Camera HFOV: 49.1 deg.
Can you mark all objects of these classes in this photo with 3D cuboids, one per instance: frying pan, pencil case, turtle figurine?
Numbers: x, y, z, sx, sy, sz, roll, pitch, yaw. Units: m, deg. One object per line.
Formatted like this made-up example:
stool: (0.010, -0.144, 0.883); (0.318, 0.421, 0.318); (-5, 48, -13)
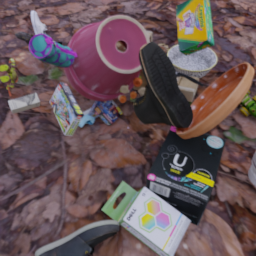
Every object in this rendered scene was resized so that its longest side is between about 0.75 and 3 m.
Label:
frying pan: (1.583, -2.343, 11.174); (2.687, 0.437, 1.625); (29, 10, -23)
pencil case: (-2.318, -2.369, 8.789); (0.795, 1.719, 0.732); (-17, 89, 14)
turtle figurine: (-4.355, -1.889, 10.420); (0.475, 1.475, 1.190); (12, 5, -4)

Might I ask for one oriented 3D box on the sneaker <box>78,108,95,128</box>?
sneaker: (-1.612, -0.462, 12.030); (1.542, 0.570, 0.632); (-32, 91, -35)

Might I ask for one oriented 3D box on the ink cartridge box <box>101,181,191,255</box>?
ink cartridge box: (0.536, 2.653, 8.444); (2.375, 0.704, 1.233); (36, 58, 5)

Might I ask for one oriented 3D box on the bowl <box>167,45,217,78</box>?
bowl: (3.092, -3.098, 13.921); (2.383, 1.118, 2.383); (0, 48, 0)

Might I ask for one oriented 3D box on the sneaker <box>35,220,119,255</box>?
sneaker: (-1.255, 3.683, 7.916); (2.554, 0.955, 1.357); (-25, 56, -3)

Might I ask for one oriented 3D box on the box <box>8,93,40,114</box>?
box: (-3.590, -0.849, 9.697); (0.976, 0.334, 0.401); (-22, 76, -23)

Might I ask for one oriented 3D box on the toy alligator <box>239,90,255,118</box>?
toy alligator: (5.301, -0.931, 12.003); (0.925, 0.670, 2.790); (-45, 53, 9)

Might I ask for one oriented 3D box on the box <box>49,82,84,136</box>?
box: (-1.621, -0.508, 7.275); (0.230, 0.728, 1.322); (7, 37, -43)

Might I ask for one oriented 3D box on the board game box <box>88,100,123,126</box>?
board game box: (-1.053, -0.717, 11.922); (1.271, 0.392, 1.271); (50, 52, -11)

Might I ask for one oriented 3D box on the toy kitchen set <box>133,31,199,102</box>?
toy kitchen set: (1.497, -2.285, 12.172); (2.880, 2.598, 2.349); (15, 50, 16)

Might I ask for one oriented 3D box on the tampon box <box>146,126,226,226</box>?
tampon box: (1.915, 1.467, 9.422); (1.934, 1.629, 2.580); (18, 50, 16)

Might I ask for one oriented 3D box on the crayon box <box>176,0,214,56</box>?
crayon box: (2.733, -4.243, 11.575); (1.287, 0.631, 2.167); (-13, 73, 39)

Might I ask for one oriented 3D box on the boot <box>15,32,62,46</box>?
boot: (-3.721, -3.646, 11.825); (1.534, 0.610, 1.762); (22, 11, 4)

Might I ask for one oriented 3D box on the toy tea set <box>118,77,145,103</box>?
toy tea set: (0.116, -1.315, 9.818); (1.121, 0.666, 0.415); (-22, 18, 14)

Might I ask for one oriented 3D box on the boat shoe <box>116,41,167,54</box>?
boat shoe: (0.699, -4.381, 15.155); (2.795, 1.004, 1.059); (7, 49, 6)

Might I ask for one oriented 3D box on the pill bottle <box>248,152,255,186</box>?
pill bottle: (4.106, 0.813, 7.704); (1.111, 2.027, 1.111); (0, 47, 0)

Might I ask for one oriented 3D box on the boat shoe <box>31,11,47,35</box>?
boat shoe: (-3.012, -3.403, 9.687); (0.408, 1.248, 0.459); (-11, 21, 1)

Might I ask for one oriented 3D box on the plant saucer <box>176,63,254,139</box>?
plant saucer: (2.638, -0.751, 8.581); (0.472, 2.925, 2.925); (43, 54, -5)

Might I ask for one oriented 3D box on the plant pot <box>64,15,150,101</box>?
plant pot: (-0.615, -2.588, 10.122); (2.992, 2.678, 2.992); (1, 87, -23)

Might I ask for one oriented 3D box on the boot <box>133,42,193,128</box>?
boot: (0.607, -1.139, 8.884); (1.972, 2.851, 1.104); (1, 36, 49)

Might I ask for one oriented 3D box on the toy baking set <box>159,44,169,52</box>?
toy baking set: (1.864, -4.511, 15.886); (1.004, 0.117, 0.771); (-14, 49, -13)
